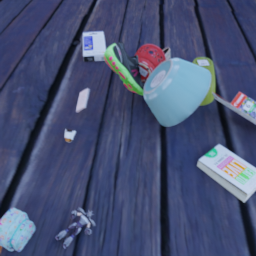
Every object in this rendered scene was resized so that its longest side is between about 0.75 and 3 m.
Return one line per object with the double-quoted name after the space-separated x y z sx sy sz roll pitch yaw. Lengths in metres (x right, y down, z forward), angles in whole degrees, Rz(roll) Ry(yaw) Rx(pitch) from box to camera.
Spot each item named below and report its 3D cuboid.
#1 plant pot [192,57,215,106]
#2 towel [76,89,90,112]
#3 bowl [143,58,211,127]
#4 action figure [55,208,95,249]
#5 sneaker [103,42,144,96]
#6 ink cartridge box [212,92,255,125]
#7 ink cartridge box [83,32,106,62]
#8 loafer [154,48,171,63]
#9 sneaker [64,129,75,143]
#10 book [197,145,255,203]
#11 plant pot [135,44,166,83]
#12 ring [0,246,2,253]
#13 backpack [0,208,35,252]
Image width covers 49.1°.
2.767 -1.886 10.788 1.410 1.507 1.410 0 45 0 "plant pot"
-1.649 -0.994 10.155 0.124 0.735 0.770 20 71 -30 "towel"
1.441 -1.385 9.470 1.271 2.430 2.430 36 42 -22 "bowl"
-1.310 2.544 7.167 0.726 0.387 1.116 42 65 12 "action figure"
0.159 -2.081 10.209 1.028 2.453 0.941 -50 39 -11 "sneaker"
3.975 -0.747 9.629 2.158 1.176 0.543 37 99 18 "ink cartridge box"
-1.659 -4.001 13.656 1.069 0.419 2.257 -5 48 -4 "ink cartridge box"
1.228 -2.983 12.473 0.678 0.593 1.885 34 57 25 "loafer"
-1.957 0.261 9.248 0.331 0.385 0.909 10 6 -1 "sneaker"
3.121 1.296 8.492 1.135 0.408 1.699 -30 51 -31 "book"
0.733 -2.510 11.204 1.266 1.266 1.153 20 53 18 "plant pot"
-3.557 3.040 6.936 0.807 0.077 0.807 -1 45 1 "ring"
-2.774 2.484 6.845 0.737 0.979 0.869 16 47 16 "backpack"
